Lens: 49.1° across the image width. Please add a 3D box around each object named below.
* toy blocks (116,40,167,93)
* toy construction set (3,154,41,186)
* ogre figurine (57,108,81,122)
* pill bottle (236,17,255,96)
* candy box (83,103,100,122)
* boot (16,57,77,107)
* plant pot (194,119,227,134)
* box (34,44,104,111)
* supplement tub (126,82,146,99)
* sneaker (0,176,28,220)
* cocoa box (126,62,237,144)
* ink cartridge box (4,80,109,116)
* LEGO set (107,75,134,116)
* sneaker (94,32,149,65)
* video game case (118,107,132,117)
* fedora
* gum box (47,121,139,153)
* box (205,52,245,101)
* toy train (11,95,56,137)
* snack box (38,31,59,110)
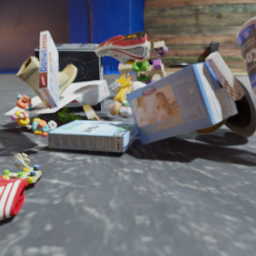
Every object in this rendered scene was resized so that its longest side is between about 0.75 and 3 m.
[{"bbox_3d":[0.966,-2.893,15.925,2.733,2.925,2.462,-3,-30,19],"label":"toy blocks"},{"bbox_3d":[-1.892,0.821,4.925,0.612,0.430,0.933,-1,25,-2],"label":"toy construction set"},{"bbox_3d":[-2.084,-0.417,9.814,0.585,0.479,0.976,12,20,-37],"label":"ogre figurine"},{"bbox_3d":[3.221,-1.366,6.157,1.159,2.038,1.159,-10,-14,-2],"label":"pill bottle"},{"bbox_3d":[-1.094,-0.355,8.670,0.243,0.502,0.860,-34,36,1],"label":"candy box"},{"bbox_3d":[-2.443,-1.702,8.590,0.637,1.361,1.751,-8,43,45],"label":"boot"},{"bbox_3d":[2.169,-0.595,8.302,1.105,1.105,1.186,-3,38,-10],"label":"plant pot"},{"bbox_3d":[-2.363,-2.172,11.933,2.542,2.586,1.602,0,26,-1],"label":"box"},{"bbox_3d":[0.487,-1.505,12.788,1.081,1.081,1.491,-2,14,-8],"label":"supplement tub"},{"bbox_3d":[-2.154,0.921,4.281,1.013,0.687,1.754,0,24,-36],"label":"sneaker"},{"bbox_3d":[1.274,-0.604,6.951,2.134,1.423,1.400,-18,1,44],"label":"cocoa box"},{"bbox_3d":[-2.335,-0.821,9.728,2.348,0.726,2.895,-1,28,31],"label":"ink cartridge box"},{"bbox_3d":[-0.071,-1.097,10.003,1.084,0.877,2.357,-33,28,16],"label":"LEGO set"},{"bbox_3d":[-0.250,-2.398,8.946,0.868,0.916,2.230,-39,32,-30],"label":"sneaker"},{"bbox_3d":[0.355,-0.695,11.439,1.499,0.172,1.366,-3,14,-12],"label":"video game case"},{"bbox_3d":[3.263,-0.783,8.000,0.948,1.856,2.099,-24,21,-12],"label":"fedora"},{"bbox_3d":[-0.808,0.167,7.242,1.912,0.426,1.624,3,12,15],"label":"gum box"},{"bbox_3d":[2.114,-1.106,6.100,0.239,1.151,0.223,-45,14,-19],"label":"box"},{"bbox_3d":[-2.185,-0.314,6.500,1.133,0.315,0.851,40,39,-10],"label":"toy train"},{"bbox_3d":[-2.030,-1.520,7.205,0.256,0.758,2.109,-11,55,0],"label":"snack box"}]
